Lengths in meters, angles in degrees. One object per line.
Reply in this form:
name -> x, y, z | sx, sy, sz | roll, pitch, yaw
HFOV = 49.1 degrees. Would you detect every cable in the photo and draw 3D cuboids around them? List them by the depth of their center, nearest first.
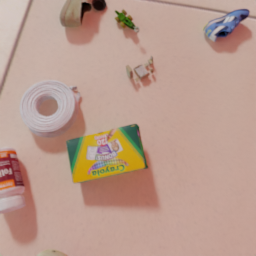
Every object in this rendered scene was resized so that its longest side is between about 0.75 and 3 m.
cable -> -2.835, -0.700, 10.132 | 2.072, 0.717, 2.072 | 1, 75, 0

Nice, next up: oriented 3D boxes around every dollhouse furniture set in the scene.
dollhouse furniture set -> 0.533, -2.256, 10.635 | 1.102, 0.488, 0.571 | -29, 66, -8

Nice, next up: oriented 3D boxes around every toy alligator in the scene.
toy alligator -> -0.020, -4.195, 11.210 | 0.521, 0.378, 1.573 | -42, 66, 9

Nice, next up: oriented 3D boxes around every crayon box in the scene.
crayon box -> -0.709, 0.893, 9.403 | 2.492, 0.726, 1.480 | -14, 78, 9

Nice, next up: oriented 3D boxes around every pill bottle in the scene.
pill bottle -> -4.088, 1.739, 9.244 | 1.126, 1.126, 1.971 | -19, 75, -5

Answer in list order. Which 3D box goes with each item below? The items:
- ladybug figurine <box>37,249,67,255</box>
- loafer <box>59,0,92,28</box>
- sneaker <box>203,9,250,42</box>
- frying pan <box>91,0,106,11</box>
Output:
ladybug figurine -> -2.239, 4.315, 8.220 | 1.503, 2.214, 0.797 | -10, 38, -16
loafer -> -1.840, -5.189, 11.278 | 0.929, 1.029, 2.720 | 21, 85, 1
sneaker -> 3.968, -4.040, 11.098 | 1.913, 0.707, 0.787 | -25, 76, 2
frying pan -> -1.267, -5.300, 11.613 | 0.618, 0.166, 1.022 | -16, 85, -16
